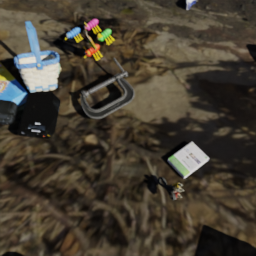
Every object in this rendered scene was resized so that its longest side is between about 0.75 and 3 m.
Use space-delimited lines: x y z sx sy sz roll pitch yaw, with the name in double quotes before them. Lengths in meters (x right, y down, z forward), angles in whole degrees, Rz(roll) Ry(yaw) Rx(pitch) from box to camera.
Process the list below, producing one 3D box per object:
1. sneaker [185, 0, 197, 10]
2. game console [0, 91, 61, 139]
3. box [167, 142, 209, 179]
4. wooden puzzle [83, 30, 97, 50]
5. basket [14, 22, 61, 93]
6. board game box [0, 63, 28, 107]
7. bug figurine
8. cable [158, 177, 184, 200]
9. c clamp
"sneaker" 2.909 -5.810 12.885 0.511 0.358 0.885 4 54 5
"game console" -3.756 -0.585 9.046 2.945 0.355 1.737 7 55 -9
"box" 1.794 0.956 8.383 1.018 0.185 0.735 -31 61 -21
"wooden puzzle" -1.424 -3.188 10.225 0.133 0.770 1.141 -31 23 -1
"basket" -3.026 -2.345 9.236 1.424 2.047 1.805 -16 33 -14
"board game box" -4.670 -1.308 9.775 1.588 0.419 2.076 -36 63 -22
"bug figurine" -1.556 -3.642 11.204 1.560 0.518 2.012 -40 63 -10
"cable" 1.145 1.652 7.654 0.247 0.981 0.476 4 94 -25
"c clamp" -0.765 -1.266 9.582 2.125 0.288 1.815 -35 69 -16
